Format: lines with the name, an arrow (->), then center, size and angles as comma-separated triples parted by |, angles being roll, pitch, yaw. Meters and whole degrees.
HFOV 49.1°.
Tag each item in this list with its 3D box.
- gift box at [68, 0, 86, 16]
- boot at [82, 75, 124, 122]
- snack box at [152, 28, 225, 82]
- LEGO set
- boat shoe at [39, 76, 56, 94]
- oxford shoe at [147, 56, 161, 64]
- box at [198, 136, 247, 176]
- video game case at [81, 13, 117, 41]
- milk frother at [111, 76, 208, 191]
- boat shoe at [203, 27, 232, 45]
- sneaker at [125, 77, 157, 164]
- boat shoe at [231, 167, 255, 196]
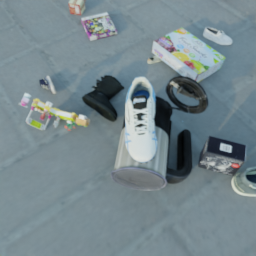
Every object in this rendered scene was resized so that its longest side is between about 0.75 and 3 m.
gift box -> -2.556, -6.238, 14.160 | 0.710, 0.769, 0.718 | 14, 57, 3
boot -> -0.745, -1.217, 11.008 | 1.835, 0.679, 1.504 | 34, 64, 24
snack box -> 2.572, -3.167, 12.135 | 1.837, 0.684, 2.583 | -32, 63, -28
LEGO set -> -2.761, -0.310, 10.291 | 2.558, 1.177, 0.952 | 23, 75, -12
boat shoe -> -3.322, -1.687, 11.509 | 0.473, 0.381, 1.020 | -25, 53, -7
oxford shoe -> 1.238, -3.085, 12.443 | 0.834, 0.241, 0.313 | -23, 57, -17
box -> 3.103, 0.957, 9.323 | 1.250, 1.138, 0.650 | 14, 59, 9
video game case -> -1.418, -4.931, 13.600 | 1.374, 0.271, 1.516 | -17, 59, -11
milk frother -> 0.982, 0.205, 8.742 | 2.659, 2.947, 2.772 | 8, 58, 3
boat shoe -> 4.215, -4.325, 13.086 | 1.401, 0.480, 0.504 | 33, 63, 19
sneaker -> 0.334, -0.292, 8.229 | 0.993, 1.002, 2.764 | -6, 58, 10
boat shoe -> 4.864, 1.689, 9.005 | 2.843, 0.878, 1.035 | -1, 57, -1
